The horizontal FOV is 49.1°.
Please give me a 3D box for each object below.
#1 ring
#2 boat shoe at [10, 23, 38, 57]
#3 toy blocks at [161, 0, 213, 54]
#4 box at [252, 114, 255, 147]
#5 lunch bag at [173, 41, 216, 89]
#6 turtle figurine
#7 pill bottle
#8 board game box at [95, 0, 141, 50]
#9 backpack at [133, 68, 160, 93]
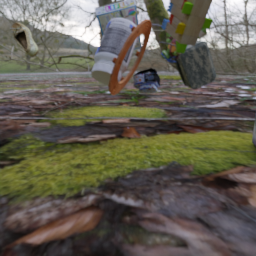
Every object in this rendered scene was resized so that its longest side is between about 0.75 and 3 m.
[{"bbox_3d":[0.022,-2.151,8.615,0.239,2.493,2.493,31,21,9],"label":"ring"},{"bbox_3d":[-3.273,-2.819,8.703,1.370,0.502,0.430,52,10,18],"label":"boat shoe"},{"bbox_3d":[1.390,-2.873,6.761,0.880,1.761,1.204,0,38,-24],"label":"toy blocks"},{"bbox_3d":[4.338,-0.072,8.005,1.032,1.661,1.675,2,15,9],"label":"box"},{"bbox_3d":[3.066,-3.028,13.480,1.476,2.119,1.777,-26,22,0],"label":"lunch bag"},{"bbox_3d":[1.546,-2.855,8.621,1.504,1.551,1.116,-34,28,8],"label":"turtle figurine"},{"bbox_3d":[-0.476,-2.644,9.869,1.214,2.135,1.214,17,-17,5],"label":"pill bottle"},{"bbox_3d":[-0.342,-4.178,11.926,1.618,0.412,2.406,-13,-27,2],"label":"board game box"},{"bbox_3d":[0.644,-1.620,10.033,0.926,0.749,0.972,3,-11,16],"label":"backpack"}]
